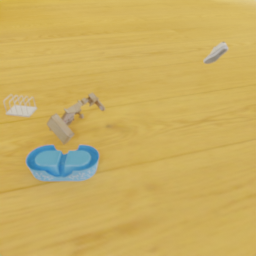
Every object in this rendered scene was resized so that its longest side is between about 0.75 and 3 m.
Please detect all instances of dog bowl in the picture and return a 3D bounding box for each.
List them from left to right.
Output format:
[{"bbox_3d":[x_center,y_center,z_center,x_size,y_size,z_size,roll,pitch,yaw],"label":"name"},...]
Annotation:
[{"bbox_3d":[-1.822,1.018,7.952,2.022,0.501,1.127,-1,34,0],"label":"dog bowl"}]

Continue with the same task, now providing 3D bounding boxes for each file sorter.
[{"bbox_3d":[-4.110,-0.863,10.667,0.955,0.595,0.663,7,35,9],"label":"file sorter"}]

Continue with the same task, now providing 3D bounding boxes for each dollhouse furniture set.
[{"bbox_3d":[-1.783,-0.281,9.705,0.887,1.039,2.004,49,48,1],"label":"dollhouse furniture set"}]

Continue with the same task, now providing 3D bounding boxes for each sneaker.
[{"bbox_3d":[3.024,-2.585,9.707,0.363,0.995,0.352,15,60,-32],"label":"sneaker"}]
